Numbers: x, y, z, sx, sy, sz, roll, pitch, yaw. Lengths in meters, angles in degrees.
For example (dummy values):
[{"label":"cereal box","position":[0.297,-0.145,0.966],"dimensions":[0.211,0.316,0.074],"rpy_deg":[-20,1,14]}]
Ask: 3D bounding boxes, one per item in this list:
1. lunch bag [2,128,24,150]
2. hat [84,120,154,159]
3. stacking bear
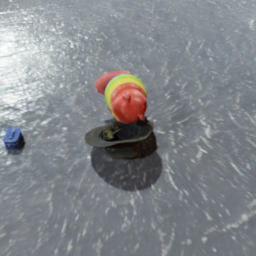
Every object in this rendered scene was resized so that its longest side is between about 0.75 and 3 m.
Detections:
[{"label":"lunch bag","position":[-4.158,0.397,10.090],"dimensions":[0.550,0.536,0.810],"rpy_deg":[-2,42,-2]},{"label":"hat","position":[-0.254,0.503,9.550],"dimensions":[2.451,0.989,2.451],"rpy_deg":[-10,18,3]},{"label":"stacking bear","position":[-0.084,-0.995,9.729],"dimensions":[1.607,1.716,2.826],"rpy_deg":[-30,22,3]}]
